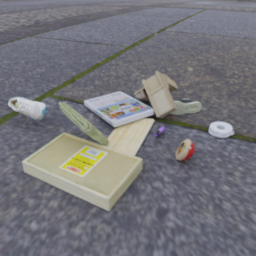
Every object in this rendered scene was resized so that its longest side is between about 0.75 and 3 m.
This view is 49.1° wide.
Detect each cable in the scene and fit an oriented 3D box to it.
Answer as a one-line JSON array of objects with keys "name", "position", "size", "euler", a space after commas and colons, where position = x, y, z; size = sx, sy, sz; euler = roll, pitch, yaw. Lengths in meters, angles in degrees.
[{"name": "cable", "position": [3.292, 0.070, 9.975], "size": [0.803, 0.278, 0.803], "euler": [-27, 40, -37]}]

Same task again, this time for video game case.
[{"name": "video game case", "position": [-0.425, -0.825, 11.283], "size": [1.824, 0.230, 2.547], "euler": [-18, 31, -27]}]

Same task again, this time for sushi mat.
[{"name": "sushi mat", "position": [-0.001, 0.246, 9.789], "size": [1.244, 0.157, 2.600], "euler": [10, 32, 17]}]

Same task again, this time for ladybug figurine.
[{"name": "ladybug figurine", "position": [1.737, 0.700, 8.434], "size": [0.358, 0.676, 0.996], "euler": [26, -11, 0]}]

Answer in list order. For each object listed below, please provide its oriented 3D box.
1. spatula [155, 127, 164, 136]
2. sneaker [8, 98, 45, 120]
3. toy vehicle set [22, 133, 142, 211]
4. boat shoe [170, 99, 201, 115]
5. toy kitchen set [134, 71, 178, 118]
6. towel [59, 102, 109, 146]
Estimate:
[{"name": "spatula", "position": [1.015, 0.139, 9.373], "size": [0.145, 0.400, 1.415], "euler": [51, 9, 6]}, {"name": "sneaker", "position": [-3.650, -0.705, 10.144], "size": [1.716, 0.657, 0.693], "euler": [14, 2, 36]}, {"name": "toy vehicle set", "position": [-1.306, 1.099, 8.141], "size": [2.991, 0.396, 1.858], "euler": [17, 35, 26]}, {"name": "boat shoe", "position": [2.105, -0.893, 11.290], "size": [1.641, 0.589, 0.555], "euler": [-2, 31, -19]}, {"name": "toy kitchen set", "position": [1.245, -1.058, 11.581], "size": [1.544, 1.707, 1.892], "euler": [-30, -19, 25]}, {"name": "towel", "position": [-1.416, -0.108, 8.879], "size": [1.792, 1.330, 0.327], "euler": [36, 83, 38]}]
